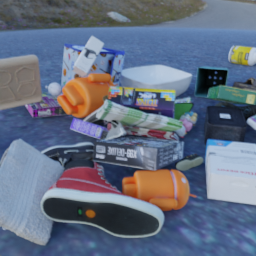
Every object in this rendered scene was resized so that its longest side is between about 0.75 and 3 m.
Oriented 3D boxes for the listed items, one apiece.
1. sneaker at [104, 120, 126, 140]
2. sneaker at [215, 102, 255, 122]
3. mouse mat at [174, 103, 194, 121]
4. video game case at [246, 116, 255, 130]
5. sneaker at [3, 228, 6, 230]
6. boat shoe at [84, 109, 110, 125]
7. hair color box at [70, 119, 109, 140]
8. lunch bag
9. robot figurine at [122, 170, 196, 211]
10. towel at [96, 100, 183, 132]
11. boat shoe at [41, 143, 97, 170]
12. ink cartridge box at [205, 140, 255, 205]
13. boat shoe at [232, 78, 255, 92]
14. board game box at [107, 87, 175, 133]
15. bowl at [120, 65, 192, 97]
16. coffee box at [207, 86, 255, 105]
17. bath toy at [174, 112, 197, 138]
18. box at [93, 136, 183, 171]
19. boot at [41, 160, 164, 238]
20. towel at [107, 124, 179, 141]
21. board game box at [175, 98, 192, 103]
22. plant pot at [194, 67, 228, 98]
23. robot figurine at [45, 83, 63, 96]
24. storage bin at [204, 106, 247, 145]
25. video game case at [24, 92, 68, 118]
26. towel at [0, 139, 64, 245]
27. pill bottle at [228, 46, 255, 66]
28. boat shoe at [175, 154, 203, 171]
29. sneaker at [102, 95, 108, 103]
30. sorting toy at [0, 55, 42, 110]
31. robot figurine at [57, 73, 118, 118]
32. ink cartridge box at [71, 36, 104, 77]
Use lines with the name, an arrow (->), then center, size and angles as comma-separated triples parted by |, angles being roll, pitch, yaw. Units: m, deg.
sneaker -> -0.434, 0.043, 8.278 | 0.352, 0.541, 0.937 | -18, 0, -43
sneaker -> 4.419, -0.432, 10.646 | 2.264, 0.829, 0.927 | 1, 38, 17
mouse mat -> 1.220, -0.555, 10.233 | 2.069, 0.078, 1.665 | -2, -19, -2
video game case -> 5.124, 0.110, 9.245 | 1.698, 0.221, 1.866 | -19, 52, -34
sneaker -> -2.268, 1.911, 5.989 | 0.844, 0.317, 0.485 | -11, 30, -17
boat shoe -> -0.428, -0.591, 10.528 | 2.538, 0.723, 0.849 | -28, -6, -10
hair color box -> -1.203, 0.087, 9.399 | 1.323, 0.429, 0.723 | 18, -5, 31
lunch bag -> -1.425, -2.436, 12.576 | 2.715, 2.308, 1.681 | -5, 27, -37
robot figurine -> 0.673, 1.403, 6.351 | 1.595, 1.147, 0.930 | -1, 69, -6
towel -> 0.265, -0.273, 8.233 | 2.270, 0.348, 1.694 | 13, -8, -12
boat shoe -> -1.650, 0.895, 7.720 | 1.926, 0.712, 0.581 | -8, 31, -37
ink cartridge box -> 2.708, 1.064, 7.212 | 1.335, 0.783, 1.823 | 6, 26, 12
boat shoe -> 6.136, -2.011, 13.792 | 2.246, 0.823, 0.837 | -8, 26, -17
board game box -> 0.506, -0.482, 9.080 | 1.959, 0.672, 2.370 | 6, -17, 10
bowl -> 1.271, -2.194, 13.868 | 2.975, 1.110, 2.970 | -15, 29, -30
coffee box -> 3.944, -1.243, 10.828 | 1.369, 0.490, 2.227 | 12, 7, 6
bath toy -> 2.015, -0.100, 9.719 | 0.553, 0.470, 1.272 | -11, 24, 40
box -> 0.359, 0.599, 7.465 | 1.691, 0.534, 2.145 | 5, 4, 26
boot -> -0.399, 1.372, 6.157 | 2.452, 0.888, 1.769 | 12, 24, 5
towel -> 0.519, 0.197, 9.040 | 2.107, 0.240, 1.518 | 8, -4, 16
board game box -> 1.563, -0.779, 11.117 | 1.799, 0.262, 1.211 | -8, 18, 20
plant pot -> 4.267, -2.359, 14.037 | 1.399, 1.400, 1.981 | 10, 20, 20
robot figurine -> -3.128, -1.641, 11.995 | 0.813, 0.541, 0.958 | 9, 1, -11
storage bin -> 3.274, -0.060, 9.603 | 1.204, 0.835, 1.781 | 6, 25, 12
video game case -> -3.331, -1.070, 12.061 | 2.058, 0.407, 2.271 | -7, 25, -30
towel -> -2.120, 1.248, 5.979 | 1.474, 0.383, 2.224 | 38, 25, -27
pill bottle -> 8.470, -5.135, 20.032 | 2.204, 1.234, 1.234 | 21, 32, 39
boat shoe -> 1.689, 0.968, 7.948 | 0.907, 0.332, 0.284 | -12, 31, -25
sneaker -> -0.324, -0.917, 9.722 | 1.070, 0.480, 0.359 | 0, 62, 6
sorting toy -> -4.197, -1.672, 10.334 | 1.856, 2.006, 0.366 | -17, 48, -25
robot figurine -> -1.443, -1.247, 10.808 | 1.484, 1.830, 2.544 | 15, 22, 34
ink cartridge box -> -1.519, -2.636, 10.458 | 0.549, 1.311, 0.951 | 31, -8, -16
